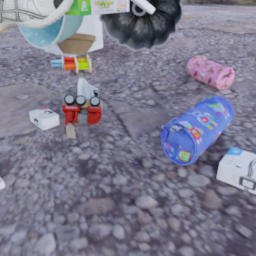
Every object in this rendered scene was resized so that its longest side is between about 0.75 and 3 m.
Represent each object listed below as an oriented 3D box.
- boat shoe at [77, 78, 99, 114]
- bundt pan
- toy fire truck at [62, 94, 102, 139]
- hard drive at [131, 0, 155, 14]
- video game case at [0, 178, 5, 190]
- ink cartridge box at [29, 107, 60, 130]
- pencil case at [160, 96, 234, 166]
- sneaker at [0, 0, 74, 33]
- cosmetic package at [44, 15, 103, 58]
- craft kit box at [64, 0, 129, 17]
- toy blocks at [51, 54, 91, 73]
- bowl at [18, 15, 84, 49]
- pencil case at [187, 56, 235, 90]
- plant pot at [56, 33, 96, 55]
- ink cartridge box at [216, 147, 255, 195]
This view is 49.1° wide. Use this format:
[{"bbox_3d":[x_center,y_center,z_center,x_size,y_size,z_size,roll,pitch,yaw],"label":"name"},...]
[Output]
[{"bbox_3d":[-1.336,-1.062,9.429,0.718,0.703,2.015,-2,35,-9],"label":"boat shoe"},{"bbox_3d":[0.427,-3.824,8.691,2.664,2.664,1.000,7,37,12],"label":"bundt pan"},{"bbox_3d":[-1.341,-0.269,8.005,1.123,1.276,0.821,4,-12,-3],"label":"toy fire truck"},{"bbox_3d":[-0.034,-2.288,4.676,0.971,0.130,0.640,27,21,-30],"label":"hard drive"},{"bbox_3d":[-3.637,1.242,5.691,1.789,0.156,1.279,-23,36,-36],"label":"video game case"},{"bbox_3d":[-2.483,-0.289,8.309,0.568,0.323,0.779,-25,37,-37],"label":"ink cartridge box"},{"bbox_3d":[1.767,-0.038,7.102,1.112,0.999,2.561,42,42,16],"label":"pencil case"},{"bbox_3d":[-2.259,-2.409,4.993,2.902,1.098,1.272,-8,-6,25],"label":"sneaker"},{"bbox_3d":[-3.141,-5.464,15.755,2.253,2.240,2.693,20,35,31],"label":"cosmetic package"},{"bbox_3d":[-1.060,-2.652,5.966,1.577,0.382,1.557,20,35,31],"label":"craft kit box"},{"bbox_3d":[-2.622,-2.894,12.753,1.741,0.632,1.451,-6,29,-11],"label":"toy blocks"},{"bbox_3d":[-2.594,-4.260,9.813,2.817,2.817,1.473,21,28,33],"label":"bowl"},{"bbox_3d":[3.284,-2.256,11.261,0.884,0.924,2.136,-14,33,-19],"label":"pencil case"},{"bbox_3d":[-2.604,-4.003,13.439,2.085,0.962,2.085,4,12,-1],"label":"plant pot"},{"bbox_3d":[2.690,0.963,5.879,1.383,0.461,0.801,19,34,31],"label":"ink cartridge box"}]
